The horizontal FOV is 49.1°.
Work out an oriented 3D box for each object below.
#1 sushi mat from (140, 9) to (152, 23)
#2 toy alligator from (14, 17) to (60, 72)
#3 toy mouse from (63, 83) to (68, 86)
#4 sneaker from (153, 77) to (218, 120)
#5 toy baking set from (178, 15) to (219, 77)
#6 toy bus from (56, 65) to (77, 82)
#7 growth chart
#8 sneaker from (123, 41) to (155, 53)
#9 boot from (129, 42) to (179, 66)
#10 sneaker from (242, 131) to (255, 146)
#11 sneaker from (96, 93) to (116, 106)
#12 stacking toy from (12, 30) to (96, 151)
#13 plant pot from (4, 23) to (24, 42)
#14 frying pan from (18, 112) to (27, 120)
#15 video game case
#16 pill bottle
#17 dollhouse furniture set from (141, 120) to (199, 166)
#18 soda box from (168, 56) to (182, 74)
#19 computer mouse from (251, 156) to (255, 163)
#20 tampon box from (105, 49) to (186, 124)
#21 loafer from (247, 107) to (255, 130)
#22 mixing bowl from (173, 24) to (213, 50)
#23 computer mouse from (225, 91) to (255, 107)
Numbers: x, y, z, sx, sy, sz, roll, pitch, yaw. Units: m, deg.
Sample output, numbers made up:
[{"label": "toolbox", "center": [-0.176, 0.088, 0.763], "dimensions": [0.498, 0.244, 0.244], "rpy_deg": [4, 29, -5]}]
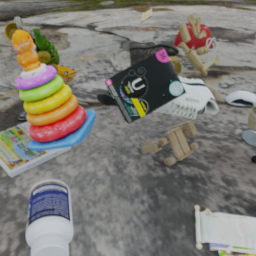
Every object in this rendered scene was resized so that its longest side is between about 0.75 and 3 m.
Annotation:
[{"label": "sushi mat", "center": [0.568, -3.499, 8.719], "dimensions": [0.383, 0.048, 0.800], "rpy_deg": [-22, 32, 21]}, {"label": "toy alligator", "center": [-3.035, -2.901, 10.073], "dimensions": [0.716, 2.980, 0.988], "rpy_deg": [-17, 69, 0]}, {"label": "toy mouse", "center": [-3.369, -2.170, 14.380], "dimensions": [0.828, 0.160, 0.736], "rpy_deg": [-19, 38, -28]}, {"label": "sneaker", "center": [1.471, -0.736, 7.695], "dimensions": [2.626, 1.003, 1.057], "rpy_deg": [-10, 60, -35]}, {"label": "toy baking set", "center": [2.646, -2.876, 9.968], "dimensions": [0.298, 2.559, 1.964], "rpy_deg": [-6, 49, 46]}, {"label": "toy bus", "center": [-3.513, -2.950, 15.135], "dimensions": [1.673, 0.655, 0.545], "rpy_deg": [23, 38, 31]}, {"label": "growth chart", "center": [2.640, 2.653, 6.821], "dimensions": [2.105, 0.187, 1.524], "rpy_deg": [8, 34, 12]}, {"label": "sneaker", "center": [0.528, -3.718, 13.297], "dimensions": [1.533, 0.573, 0.814], "rpy_deg": [2, -1, 2]}, {"label": "boot", "center": [0.836, -2.119, 10.178], "dimensions": [2.038, 1.774, 0.705], "rpy_deg": [1, -3, -7]}, {"label": "sneaker", "center": [4.749, 0.492, 10.042], "dimensions": [0.478, 0.493, 1.349], "rpy_deg": [13, 15, -40]}, {"label": "sneaker", "center": [-0.663, -1.439, 12.876], "dimensions": [1.540, 0.589, 0.882], "rpy_deg": [2, 31, -2]}, {"label": "stacking toy", "center": [-2.050, -0.921, 6.705], "dimensions": [1.539, 2.805, 1.628], "rpy_deg": [-6, 32, 21]}, {"label": "plant pot", "center": [-4.703, -3.931, 11.588], "dimensions": [0.767, 0.767, 0.545], "rpy_deg": [-13, 19, -20]}, {"label": "frying pan", "center": [-4.052, -0.457, 11.363], "dimensions": [0.942, 0.253, 1.557], "rpy_deg": [-11, 18, -4]}, {"label": "video game case", "center": [-3.635, 0.580, 9.988], "dimensions": [2.227, 0.280, 2.447], "rpy_deg": [-26, 42, -35]}, {"label": "pill bottle", "center": [-1.862, 2.228, 6.670], "dimensions": [1.059, 1.059, 1.908], "rpy_deg": [-7, 33, -11]}, {"label": "dollhouse furniture set", "center": [1.464, 0.602, 9.571], "dimensions": [1.977, 1.025, 0.875], "rpy_deg": [-26, 1, -35]}, {"label": "soda box", "center": [1.783, -3.393, 15.673], "dimensions": [2.428, 0.822, 0.777], "rpy_deg": [-13, 35, -21]}, {"label": "computer mouse", "center": [4.694, 1.301, 8.751], "dimensions": [0.948, 0.379, 1.729], "rpy_deg": [-7, 33, -13]}, {"label": "tampon box", "center": [0.340, -0.869, 6.094], "dimensions": [1.392, 1.043, 0.879], "rpy_deg": [-29, 6, -1]}, {"label": "loafer", "center": [4.185, -0.324, 8.289], "dimensions": [1.810, 0.618, 0.685], "rpy_deg": [-3, 46, -24]}, {"label": "mixing bowl", "center": [2.704, -3.779, 11.492], "dimensions": [1.652, 0.894, 1.652], "rpy_deg": [2, 25, -1]}, {"label": "computer mouse", "center": [5.689, -1.334, 12.736], "dimensions": [2.385, 0.523, 1.308], "rpy_deg": [5, 34, 8]}]
